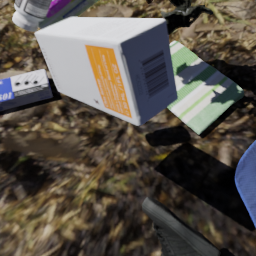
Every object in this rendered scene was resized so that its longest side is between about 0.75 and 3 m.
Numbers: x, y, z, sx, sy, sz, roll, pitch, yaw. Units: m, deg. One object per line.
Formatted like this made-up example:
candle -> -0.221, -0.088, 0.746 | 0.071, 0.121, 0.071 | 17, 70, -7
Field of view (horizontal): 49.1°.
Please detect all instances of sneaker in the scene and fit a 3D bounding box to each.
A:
sneaker -> 0.665, 1.779, 3.959 | 1.654, 0.497, 0.863 | 39, 90, -11

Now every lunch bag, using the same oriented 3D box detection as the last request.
lunch bag -> 2.562, 0.940, 3.376 | 1.491, 1.531, 2.254 | 21, 32, -12

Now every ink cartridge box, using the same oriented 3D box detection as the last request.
ink cartridge box -> -2.992, -1.005, 7.598 | 1.703, 0.376, 0.800 | -16, 59, -10

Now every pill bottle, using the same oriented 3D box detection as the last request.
pill bottle -> -1.493, -2.012, 4.438 | 0.495, 0.850, 0.495 | 27, 29, -17

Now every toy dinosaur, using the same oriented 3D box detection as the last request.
toy dinosaur -> 0.953, -3.273, 5.653 | 2.997, 1.531, 2.034 | -19, 60, 8

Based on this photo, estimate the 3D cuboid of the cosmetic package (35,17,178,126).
cosmetic package -> -0.381, -0.895, 3.881 | 0.740, 1.054, 2.078 | -34, 36, -26

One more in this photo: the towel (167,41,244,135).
towel -> 1.610, -1.237, 7.804 | 2.018, 0.309, 2.646 | -38, 66, -20

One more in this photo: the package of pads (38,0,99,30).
package of pads -> -1.563, -3.778, 7.135 | 1.894, 0.836, 2.452 | -28, 52, 22
